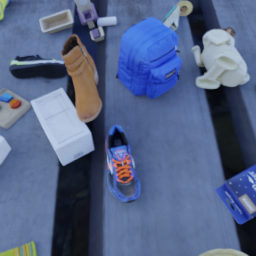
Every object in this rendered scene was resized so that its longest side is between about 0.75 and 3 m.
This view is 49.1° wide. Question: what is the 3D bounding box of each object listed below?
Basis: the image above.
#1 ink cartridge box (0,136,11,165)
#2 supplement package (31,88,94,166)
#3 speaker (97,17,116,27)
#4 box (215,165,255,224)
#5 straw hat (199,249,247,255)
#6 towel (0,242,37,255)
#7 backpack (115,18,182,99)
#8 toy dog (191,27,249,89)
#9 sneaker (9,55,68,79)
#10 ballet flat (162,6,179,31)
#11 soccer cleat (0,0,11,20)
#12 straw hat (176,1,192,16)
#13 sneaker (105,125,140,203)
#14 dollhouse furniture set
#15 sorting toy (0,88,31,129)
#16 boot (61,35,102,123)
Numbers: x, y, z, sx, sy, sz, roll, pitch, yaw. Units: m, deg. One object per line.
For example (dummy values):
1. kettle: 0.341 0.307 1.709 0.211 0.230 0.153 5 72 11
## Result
1. ink cartridge box: -5.101 1.082 9.330 1.411 0.815 1.932 18 59 11
2. supplement package: -2.293 -0.071 9.824 1.271 1.224 2.234 -27 61 -16
3. speaker: -1.042 -5.149 13.582 0.946 0.384 0.384 -8 58 -5
4. box: 4.084 2.005 9.032 2.197 0.356 1.331 -25 61 -14
5. straw hat: 2.391 4.386 7.092 2.465 1.043 2.465 6 55 -9
6. towel: -3.456 3.873 7.946 1.699 0.153 0.731 -17 58 -10
7. backpack: 0.920 -2.649 10.643 2.129 2.621 2.199 -39 65 -23
8. toy dog: 3.876 -3.056 11.480 2.468 1.776 2.546 7 56 -10
9. sneaker: -3.709 -2.719 11.701 2.591 0.929 1.073 0 57 0
10. ballet flat: 1.824 -4.673 13.158 0.837 0.905 2.684 41 67 -8
11. soccer cleat: -6.481 -6.102 13.833 0.756 0.978 2.337 5 58 3
12. straw hat: 2.789 -5.894 14.066 0.876 0.371 0.876 -2 75 9
13. sneaker: -0.288 1.095 9.163 1.048 1.091 2.781 -13 58 -7
14. dollhouse furniture set: -2.704 -4.831 12.410 2.681 1.903 2.125 -18 76 1
15. sorting toy: -4.954 -0.592 10.726 1.522 0.274 2.043 31 62 18
16. boot: -1.497 -1.579 8.900 0.938 1.898 2.445 -5 54 14
